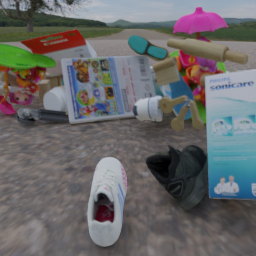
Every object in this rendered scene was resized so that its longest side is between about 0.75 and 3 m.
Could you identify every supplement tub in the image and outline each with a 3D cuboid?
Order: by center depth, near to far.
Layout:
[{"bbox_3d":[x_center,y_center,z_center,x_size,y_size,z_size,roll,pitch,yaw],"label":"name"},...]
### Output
[{"bbox_3d":[-2.022,-0.936,9.285,0.956,0.956,1.315,14,25,32],"label":"supplement tub"}]

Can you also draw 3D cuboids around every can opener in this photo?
[{"bbox_3d":[-2.588,-0.319,8.426,1.404,0.469,0.374,6,49,-26],"label":"can opener"}]

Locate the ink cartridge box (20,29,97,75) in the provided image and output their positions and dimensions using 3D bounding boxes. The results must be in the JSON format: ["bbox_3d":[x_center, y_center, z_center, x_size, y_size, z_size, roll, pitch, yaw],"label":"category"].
[{"bbox_3d":[-2.246,-2.504,9.632,1.923,0.675,2.365,-10,0,7],"label":"ink cartridge box"}]

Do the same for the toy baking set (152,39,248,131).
[{"bbox_3d":[1.673,-0.730,5.921,2.796,2.146,0.325,22,36,39],"label":"toy baking set"}]

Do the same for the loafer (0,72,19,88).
[{"bbox_3d":[-4.105,-1.636,9.917,0.432,0.389,1.141,40,-1,30],"label":"loafer"}]

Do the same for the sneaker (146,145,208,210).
[{"bbox_3d":[0.936,0.598,5.164,1.007,0.672,1.757,45,30,-4],"label":"sneaker"}]

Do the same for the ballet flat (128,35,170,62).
[{"bbox_3d":[0.691,-2.540,9.147,1.594,0.563,0.563,32,34,26],"label":"ballet flat"}]

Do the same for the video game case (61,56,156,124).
[{"bbox_3d":[-0.550,-1.299,9.000,2.886,2.067,0.260,-7,-11,-18],"label":"video game case"}]

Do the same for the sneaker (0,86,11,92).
[{"bbox_3d":[-5.533,-1.684,12.252,0.811,0.300,0.332,5,4,3],"label":"sneaker"}]

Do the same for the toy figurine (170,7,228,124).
[{"bbox_3d":[1.966,-1.864,7.745,2.138,2.848,2.622,-15,-23,2],"label":"toy figurine"}]

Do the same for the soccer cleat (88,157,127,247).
[{"bbox_3d":[-0.292,0.935,4.208,0.550,0.680,1.575,-3,42,2],"label":"soccer cleat"}]

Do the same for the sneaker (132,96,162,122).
[{"bbox_3d":[0.585,-0.567,8.007,0.735,0.758,2.075,0,-1,12],"label":"sneaker"}]

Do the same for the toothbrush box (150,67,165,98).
[{"bbox_3d":[1.130,-1.635,10.098,0.901,1.230,0.525,-6,18,35],"label":"toothbrush box"}]

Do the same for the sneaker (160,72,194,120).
[{"bbox_3d":[1.389,-1.045,8.258,0.691,1.806,0.729,-18,-17,-6],"label":"sneaker"}]

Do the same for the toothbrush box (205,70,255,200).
[{"bbox_3d":[1.745,0.180,4.498,0.780,1.829,1.339,-5,-13,25],"label":"toothbrush box"}]

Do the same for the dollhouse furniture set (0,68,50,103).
[{"bbox_3d":[-4.372,-1.691,10.826,2.480,1.285,1.098,-3,19,-7],"label":"dollhouse furniture set"}]

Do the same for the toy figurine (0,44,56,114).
[{"bbox_3d":[-3.628,-1.399,9.104,2.205,2.029,1.655,2,35,-32],"label":"toy figurine"}]

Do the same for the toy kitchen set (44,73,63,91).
[{"bbox_3d":[-2.369,-2.397,12.065,2.057,1.679,1.856,-18,28,-39],"label":"toy kitchen set"}]

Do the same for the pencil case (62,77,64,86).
[{"bbox_3d":[-1.377,-1.849,11.400,2.475,1.144,1.053,-6,18,-19],"label":"pencil case"}]
